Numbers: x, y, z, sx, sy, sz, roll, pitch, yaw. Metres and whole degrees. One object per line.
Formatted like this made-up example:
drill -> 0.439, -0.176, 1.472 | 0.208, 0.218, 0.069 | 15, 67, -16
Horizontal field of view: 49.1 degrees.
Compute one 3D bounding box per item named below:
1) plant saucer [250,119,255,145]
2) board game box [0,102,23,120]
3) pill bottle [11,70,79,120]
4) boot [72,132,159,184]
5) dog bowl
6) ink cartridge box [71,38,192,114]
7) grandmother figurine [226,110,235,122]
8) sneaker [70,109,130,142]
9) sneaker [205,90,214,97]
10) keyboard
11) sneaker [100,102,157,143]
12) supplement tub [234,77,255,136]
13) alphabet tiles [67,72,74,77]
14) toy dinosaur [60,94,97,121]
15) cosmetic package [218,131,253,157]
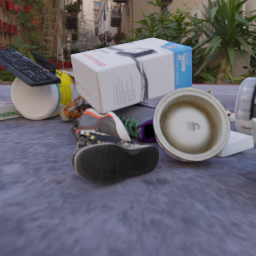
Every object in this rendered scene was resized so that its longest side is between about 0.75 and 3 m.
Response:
plant saucer -> 2.035, 0.460, 3.439 | 1.457, 0.366, 1.457 | 32, 18, -12
board game box -> -5.133, -0.465, 8.848 | 1.855, 0.509, 2.938 | 6, 12, 29
pill bottle -> -2.691, -1.280, 10.151 | 1.622, 1.622, 2.877 | 3, 11, 14
boot -> -0.396, 0.380, 4.199 | 1.489, 0.545, 1.121 | -3, 11, -44
dog bowl -> 1.022, -0.007, 4.782 | 1.287, 1.287, 0.475 | -1, -20, -5
ink cartridge box -> 0.059, -1.373, 6.758 | 2.392, 1.001, 1.735 | -19, 32, -21
grandmother figurine -> 3.308, -0.375, 9.093 | 0.606, 0.303, 0.999 | -26, 10, 11
sneaker -> -0.659, 0.135, 5.860 | 0.795, 0.748, 1.942 | -35, 23, -21
sneaker -> 3.712, -1.466, 13.499 | 0.702, 0.741, 1.803 | 5, 13, 26
keyboard -> -3.053, -2.026, 8.447 | 2.700, 0.535, 1.406 | 34, 33, 30
sneaker -> 0.184, -0.135, 6.396 | 2.352, 0.875, 1.029 | 3, 21, 30
supplement tub -> 3.533, -0.348, 5.825 | 2.257, 1.382, 1.382 | 9, 14, 36
alphabet tiles -> -1.625, -1.871, 10.215 | 0.976, 0.037, 1.173 | -5, 27, -44
toy dinosaur -> -0.792, -0.798, 8.496 | 2.649, 1.353, 1.798 | 2, 12, 25
cosmetic package -> 1.825, 0.266, 5.460 | 0.702, 0.241, 0.931 | -16, 14, -15
